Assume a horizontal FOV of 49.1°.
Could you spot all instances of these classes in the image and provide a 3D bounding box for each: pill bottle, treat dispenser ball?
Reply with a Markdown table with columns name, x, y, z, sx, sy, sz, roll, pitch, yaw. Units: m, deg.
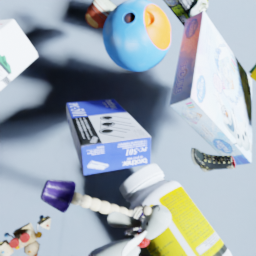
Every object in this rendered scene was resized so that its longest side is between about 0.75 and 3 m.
| name | x | y | z | sx | sy | sz | roll | pitch | yaw |
| --- | --- | --- | --- | --- | --- | --- | --- | --- | --- |
| pill bottle | 1.067 | 2.463 | 7.196 | 1.661 | 1.661 | 2.955 | -29 | 67 | -14 |
| treat dispenser ball | 0.210 | -2.197 | 6.751 | 1.658 | 1.658 | 1.658 | 0 | 63 | 0 |

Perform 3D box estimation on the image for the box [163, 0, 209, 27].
| name | x | y | z | sx | sy | sz | roll | pitch | yaw |
| --- | --- | --- | --- | --- | --- | --- | --- | --- | --- |
| box | 1.765 | -4.432 | 8.844 | 0.495 | 2.236 | 1.792 | -3 | 63 | 45 |

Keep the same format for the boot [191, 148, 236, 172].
| name | x | y | z | sx | sy | sz | roll | pitch | yaw |
| --- | --- | --- | --- | --- | --- | --- | --- | --- | --- |
| boot | 1.867 | 0.676 | 6.154 | 0.748 | 0.991 | 0.358 | -11 | 55 | 34 |

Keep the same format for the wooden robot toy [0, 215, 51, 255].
| name | x | y | z | sx | sy | sz | roll | pitch | yaw |
| --- | --- | --- | --- | --- | --- | --- | --- | --- | --- |
| wooden robot toy | -1.790 | 2.032 | 4.816 | 1.274 | 0.561 | 0.578 | -26 | 99 | -5 |

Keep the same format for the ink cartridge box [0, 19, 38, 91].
| name | x | y | z | sx | sy | sz | roll | pitch | yaw |
| --- | --- | --- | --- | --- | --- | --- | --- | --- | --- |
| ink cartridge box | -4.060 | -1.490 | 7.118 | 2.065 | 1.192 | 2.827 | 11 | 54 | 34 |

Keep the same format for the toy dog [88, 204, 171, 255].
| name | x | y | z | sx | sy | sz | roll | pitch | yaw |
| --- | --- | --- | --- | --- | --- | --- | --- | --- | --- |
| toy dog | -0.202 | 1.688 | 4.085 | 0.799 | 1.095 | 1.660 | 41 | 73 | -20 |

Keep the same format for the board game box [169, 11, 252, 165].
| name | x | y | z | sx | sy | sz | roll | pitch | yaw |
| --- | --- | --- | --- | --- | --- | --- | --- | --- | --- |
| board game box | 2.221 | -0.935 | 6.952 | 0.605 | 2.778 | 2.791 | -16 | 47 | 41 |

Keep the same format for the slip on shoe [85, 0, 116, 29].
| name | x | y | z | sx | sy | sz | roll | pitch | yaw |
| --- | --- | --- | --- | --- | --- | --- | --- | --- | --- |
| slip on shoe | -0.715 | -3.360 | 8.239 | 0.900 | 0.744 | 2.431 | 41 | 22 | -12 |

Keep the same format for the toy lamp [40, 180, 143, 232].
| name | x | y | z | sx | sy | sz | roll | pitch | yaw |
| --- | --- | --- | --- | --- | --- | --- | --- | --- | --- |
| toy lamp | -0.659 | 1.661 | 5.934 | 2.347 | 0.683 | 0.683 | 23 | 63 | -14 |

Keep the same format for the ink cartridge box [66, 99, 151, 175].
| name | x | y | z | sx | sy | sz | roll | pitch | yaw |
| --- | --- | --- | --- | --- | --- | --- | --- | --- | --- |
| ink cartridge box | -0.630 | 0.040 | 6.708 | 1.409 | 0.663 | 2.997 | -7 | 22 | -15 |

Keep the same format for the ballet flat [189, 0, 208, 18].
| name | x | y | z | sx | sy | sz | roll | pitch | yaw |
| --- | --- | --- | --- | --- | --- | --- | --- | --- | --- |
| ballet flat | 2.215 | -3.647 | 8.513 | 0.377 | 0.377 | 1.086 | 28 | 58 | 14 |

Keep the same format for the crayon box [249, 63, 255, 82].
| name | x | y | z | sx | sy | sz | roll | pitch | yaw |
| --- | --- | --- | --- | --- | --- | --- | --- | --- | --- |
| crayon box | 4.184 | -1.348 | 6.715 | 0.659 | 1.606 | 2.555 | 6 | 38 | -41 |
